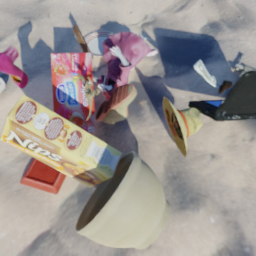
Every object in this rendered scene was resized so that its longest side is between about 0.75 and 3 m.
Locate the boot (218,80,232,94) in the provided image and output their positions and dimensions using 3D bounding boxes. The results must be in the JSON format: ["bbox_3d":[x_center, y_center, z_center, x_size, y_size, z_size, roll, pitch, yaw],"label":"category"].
[{"bbox_3d":[3.446,-1.419,9.959,0.319,0.846,0.311,1,73,-2],"label":"boot"}]

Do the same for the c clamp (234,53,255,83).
[{"bbox_3d":[5.275,-1.729,10.512,2.851,0.386,2.436,27,58,19],"label":"c clamp"}]

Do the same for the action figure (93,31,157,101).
[{"bbox_3d":[-0.378,-2.135,10.475,1.961,2.180,2.928,-13,58,44],"label":"action figure"}]

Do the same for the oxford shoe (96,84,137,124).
[{"bbox_3d":[-0.236,-0.687,8.590,0.760,2.058,0.728,25,61,-23],"label":"oxford shoe"}]

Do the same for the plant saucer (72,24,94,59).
[{"bbox_3d":[-1.648,-3.067,10.091,0.231,1.339,1.339,-28,56,2],"label":"plant saucer"}]

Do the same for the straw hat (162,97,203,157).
[{"bbox_3d":[1.716,-0.174,8.233,0.847,2.000,2.000,-18,55,-1],"label":"straw hat"}]

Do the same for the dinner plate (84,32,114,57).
[{"bbox_3d":[-1.112,-3.545,11.974,1.740,0.211,1.740,1,54,-1],"label":"dinner plate"}]

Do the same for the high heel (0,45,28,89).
[{"bbox_3d":[-3.670,-1.634,8.727,0.643,1.910,0.916,30,61,1],"label":"high heel"}]

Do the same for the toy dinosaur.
[{"bbox_3d":[-0.961,-0.834,7.048,0.356,0.618,1.223,-12,88,-30],"label":"toy dinosaur"}]

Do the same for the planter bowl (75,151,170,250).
[{"bbox_3d":[0.030,1.811,6.420,1.456,2.163,2.163,37,58,-7],"label":"planter bowl"}]

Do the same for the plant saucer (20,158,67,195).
[{"bbox_3d":[-2.439,1.252,8.401,1.237,0.227,1.239,14,54,10],"label":"plant saucer"}]

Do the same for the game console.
[{"bbox_3d":[3.492,-1.051,8.172,2.634,1.533,2.317,-2,20,-21],"label":"game console"}]

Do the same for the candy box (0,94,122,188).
[{"bbox_3d":[-1.693,0.455,6.977,2.713,1.566,0.750,33,57,-14],"label":"candy box"}]

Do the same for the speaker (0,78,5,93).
[{"bbox_3d":[-5.300,-0.863,9.519,0.969,0.969,2.385,18,56,13],"label":"speaker"}]

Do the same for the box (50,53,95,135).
[{"bbox_3d":[-1.682,-0.983,8.692,1.224,1.172,2.456,-2,90,-8],"label":"box"}]

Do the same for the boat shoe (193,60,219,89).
[{"bbox_3d":[2.199,-1.464,7.734,0.934,0.344,0.300,46,108,4],"label":"boat shoe"}]
